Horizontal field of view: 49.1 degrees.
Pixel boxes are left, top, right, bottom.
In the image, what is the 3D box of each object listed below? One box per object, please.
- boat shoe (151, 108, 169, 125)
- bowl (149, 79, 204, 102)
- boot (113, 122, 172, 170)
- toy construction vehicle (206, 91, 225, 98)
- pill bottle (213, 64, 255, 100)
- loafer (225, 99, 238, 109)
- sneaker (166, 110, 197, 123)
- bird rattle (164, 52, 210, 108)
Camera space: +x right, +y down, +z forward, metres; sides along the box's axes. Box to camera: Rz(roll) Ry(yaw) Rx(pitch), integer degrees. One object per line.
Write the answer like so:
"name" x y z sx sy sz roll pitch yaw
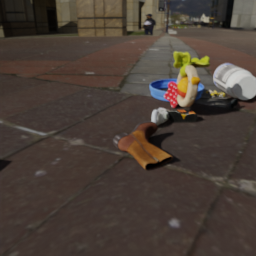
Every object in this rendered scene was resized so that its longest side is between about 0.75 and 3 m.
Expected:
"boat shoe" 1.446 -0.537 11.985 0.568 0.626 1.701 1 22 20
"bowl" 2.694 -2.117 15.732 2.992 0.587 2.992 0 24 0
"boot" 0.756 0.521 9.546 1.907 0.694 2.026 -15 28 -32
"toy construction vehicle" 4.885 -1.926 15.644 0.747 0.302 0.859 -9 25 -20
"pill bottle" 5.945 -2.558 15.528 1.553 1.553 2.730 -2 24 -5
"loafer" 5.008 -1.175 13.522 0.897 0.326 0.324 -27 18 -40
"sneaker" 2.289 -0.552 12.312 1.417 0.495 0.637 5 20 -2
"bird rattle" 2.501 -1.954 12.780 1.623 2.881 2.349 12 38 -13
